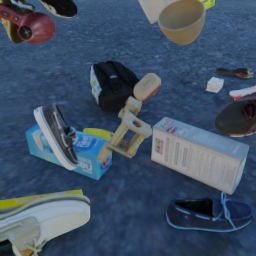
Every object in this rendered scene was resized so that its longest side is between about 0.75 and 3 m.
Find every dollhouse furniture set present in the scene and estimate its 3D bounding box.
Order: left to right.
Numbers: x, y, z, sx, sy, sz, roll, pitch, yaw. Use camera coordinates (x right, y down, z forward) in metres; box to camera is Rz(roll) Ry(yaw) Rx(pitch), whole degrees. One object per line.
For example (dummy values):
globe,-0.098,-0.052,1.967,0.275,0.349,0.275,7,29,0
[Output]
dollhouse furniture set,-0.023,0.100,5.031,0.540,0.971,0.858,29,37,-11

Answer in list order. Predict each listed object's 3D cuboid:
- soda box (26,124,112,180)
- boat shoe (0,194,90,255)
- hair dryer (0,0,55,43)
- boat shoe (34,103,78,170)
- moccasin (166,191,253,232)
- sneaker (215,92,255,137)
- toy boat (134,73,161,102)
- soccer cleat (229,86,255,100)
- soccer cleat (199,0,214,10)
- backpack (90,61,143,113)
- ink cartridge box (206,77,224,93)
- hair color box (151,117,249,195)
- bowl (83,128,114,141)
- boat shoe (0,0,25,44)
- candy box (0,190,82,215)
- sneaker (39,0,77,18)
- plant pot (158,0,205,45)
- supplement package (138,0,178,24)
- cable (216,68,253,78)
soda box,-1.559,0.526,7.341,2.245,0.762,0.720,16,35,23
boat shoe,-1.869,1.950,5.046,2.530,0.945,0.865,-15,40,-9
hair dryer,-2.990,-2.783,7.286,2.141,0.764,2.812,-9,36,-43
boat shoe,-1.159,0.169,5.087,0.470,1.385,0.497,-21,27,3
moccasin,1.682,1.698,5.628,1.771,0.604,0.713,-4,32,-7
sneaker,2.856,-0.650,5.660,2.378,1.374,0.900,-23,63,15
toy boat,0.516,-0.954,6.959,0.759,0.496,0.495,-42,53,6
soccer cleat,4.693,-1.310,10.254,1.818,0.774,0.624,9,33,12
soccer cleat,2.889,-4.743,10.629,0.794,1.899,0.614,34,-3,-19
backpack,-0.540,-1.543,10.049,1.841,1.735,2.257,-15,57,-21
ink cartridge box,3.552,-1.766,11.436,0.493,0.291,0.857,17,36,25
hair color box,1.668,0.624,6.883,2.189,1.084,0.664,21,38,30
bowl,-0.806,0.389,7.695,0.960,0.960,0.517,7,75,11
boat shoe,-3.898,-3.906,9.424,0.977,2.641,0.877,-38,83,-23
candy box,-1.688,1.582,5.647,1.552,0.793,0.205,-6,52,-10
sneaker,-2.487,-4.469,9.602,2.174,0.794,1.216,21,3,-42
plant pot,1.591,-2.927,8.059,1.297,0.871,1.297,-11,55,16
supplement package,1.235,-4.721,9.792,1.057,1.374,1.437,-39,14,-34
cable,4.781,-2.425,12.620,1.593,0.401,0.774,-1,45,21
